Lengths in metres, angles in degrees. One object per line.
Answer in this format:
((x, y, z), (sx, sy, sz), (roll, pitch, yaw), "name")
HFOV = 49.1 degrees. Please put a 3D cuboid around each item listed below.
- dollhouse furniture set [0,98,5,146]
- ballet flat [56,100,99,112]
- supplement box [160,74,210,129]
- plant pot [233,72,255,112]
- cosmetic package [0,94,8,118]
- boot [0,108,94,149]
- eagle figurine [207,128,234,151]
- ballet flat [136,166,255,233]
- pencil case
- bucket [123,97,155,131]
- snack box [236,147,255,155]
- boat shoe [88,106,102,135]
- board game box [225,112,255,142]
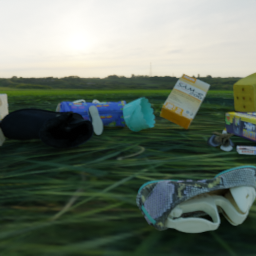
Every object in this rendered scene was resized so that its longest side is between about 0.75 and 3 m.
((-4.130, -0.410, 8.361), (1.277, 1.803, 1.963), (0, 38, 6), "dollhouse furniture set")
((-1.673, -0.709, 11.889), (2.766, 0.930, 0.941), (-1, 8, -21), "ballet flat")
((2.170, -1.046, 10.687), (1.182, 1.875, 0.690), (27, -27, 11), "supplement box")
((7.081, -1.801, 15.312), (1.980, 2.245, 2.245), (-13, 14, -19), "plant pot")
((-6.188, -0.912, 12.709), (0.977, 1.157, 2.166), (-2, 9, -12), "cosmetic package")
((-2.292, -0.026, 7.580), (2.523, 0.964, 2.120), (-2, 6, -14), "boot")
((2.619, 0.329, 7.737), (0.670, 0.666, 0.883), (45, -10, 16), "eagle figurine")
((1.122, 0.990, 3.680), (2.029, 0.730, 0.730), (-4, 11, -21), "ballet flat")
((-1.304, -0.488, 10.539), (2.631, 1.027, 1.143), (-3, 3, -14), "pencil case")
((0.383, -0.452, 10.000), (0.757, 1.164, 1.164), (-17, 2, 26), "bucket")
((3.301, 0.586, 7.101), (0.991, 0.120, 0.356), (2, 10, 11), "snack box")
((-1.152, -0.242, 9.546), (0.379, 1.012, 0.313), (-19, -2, -29), "boat shoe")
((4.678, -0.028, 8.915), (2.104, 0.722, 2.545), (-3, 10, -8), "board game box")
